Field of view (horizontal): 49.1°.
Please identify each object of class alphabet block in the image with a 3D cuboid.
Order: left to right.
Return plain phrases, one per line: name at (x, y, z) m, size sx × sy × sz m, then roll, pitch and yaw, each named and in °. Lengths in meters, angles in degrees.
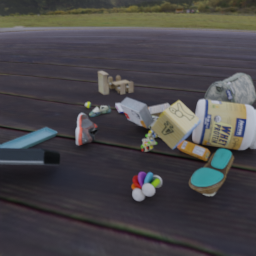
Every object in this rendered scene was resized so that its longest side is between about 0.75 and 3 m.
alphabet block at (1.537, -0.098, 9.005) m, size 1.003 × 0.984 × 0.979 m, roll 46°, pitch 49°, yaw 14°

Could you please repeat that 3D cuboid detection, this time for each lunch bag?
lunch bag at (4.344, -1.199, 12.093) m, size 1.703 × 2.050 × 2.445 m, roll 22°, pitch 33°, yaw 38°

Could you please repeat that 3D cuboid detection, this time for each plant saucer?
plant saucer at (-3.787, 0.497, 10.708) m, size 0.752 × 0.204 × 2.152 m, roll 19°, pitch 30°, yaw 34°

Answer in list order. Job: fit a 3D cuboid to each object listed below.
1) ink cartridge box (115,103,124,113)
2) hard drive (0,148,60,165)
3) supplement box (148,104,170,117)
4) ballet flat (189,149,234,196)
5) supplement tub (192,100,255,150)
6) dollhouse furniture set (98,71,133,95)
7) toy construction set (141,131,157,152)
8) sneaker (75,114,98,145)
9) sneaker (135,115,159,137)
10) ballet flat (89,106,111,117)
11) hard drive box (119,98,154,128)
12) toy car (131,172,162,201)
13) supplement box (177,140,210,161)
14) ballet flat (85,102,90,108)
ink cartridge box at (-0.238, -0.942, 13.713) m, size 0.552 × 0.216 × 1.165 m, roll -5°, pitch 24°, yaw -13°
hard drive at (-3.544, 0.845, 8.184) m, size 2.724 × 0.448 × 1.901 m, roll 1°, pitch -8°, yaw -1°
supplement box at (1.394, -0.736, 12.288) m, size 0.951 × 0.350 × 0.599 m, roll -10°, pitch -20°, yaw 21°
ballet flat at (2.392, 1.414, 7.999) m, size 0.785 × 0.837 × 2.315 m, roll 16°, pitch 30°, yaw 29°
supplement tub at (3.577, -0.096, 10.125) m, size 2.286 × 1.651 × 1.651 m, roll 8°, pitch 27°, yaw 10°
dollhouse furniture set at (-0.781, -2.712, 16.274) m, size 1.771 × 1.176 × 1.552 m, roll -14°, pitch 29°, yaw -27°
toy construction set at (0.688, 0.506, 9.804) m, size 0.430 × 0.612 × 0.934 m, roll -1°, pitch -18°, yaw -16°
sneaker at (-1.573, 0.075, 10.972) m, size 0.838 × 0.788 × 2.046 m, roll -1°, pitch 29°, yaw -5°
sneaker at (1.170, -0.166, 11.459) m, size 1.956 × 0.728 × 0.828 m, roll 31°, pitch 15°, yaw 32°
ballet flat at (-1.352, -0.834, 13.292) m, size 1.119 × 0.415 × 0.415 m, roll -17°, pitch 30°, yaw -30°
hard drive box at (0.332, -0.588, 10.801) m, size 0.447 × 0.906 × 1.163 m, roll -45°, pitch 40°, yaw -17°
toy car at (0.453, 1.540, 7.735) m, size 0.870 × 0.652 × 0.761 m, roll -35°, pitch -3°, yaw 36°
supplement box at (2.285, 0.775, 9.806) m, size 1.087 × 0.374 × 0.362 m, roll 25°, pitch -10°, yaw 38°
ballet flat at (-1.987, -1.106, 13.695) m, size 0.263 × 0.262 × 0.783 m, roll 12°, pitch -5°, yaw -8°
